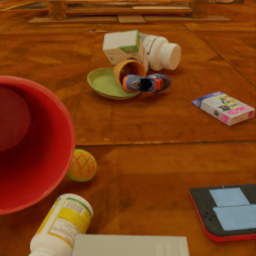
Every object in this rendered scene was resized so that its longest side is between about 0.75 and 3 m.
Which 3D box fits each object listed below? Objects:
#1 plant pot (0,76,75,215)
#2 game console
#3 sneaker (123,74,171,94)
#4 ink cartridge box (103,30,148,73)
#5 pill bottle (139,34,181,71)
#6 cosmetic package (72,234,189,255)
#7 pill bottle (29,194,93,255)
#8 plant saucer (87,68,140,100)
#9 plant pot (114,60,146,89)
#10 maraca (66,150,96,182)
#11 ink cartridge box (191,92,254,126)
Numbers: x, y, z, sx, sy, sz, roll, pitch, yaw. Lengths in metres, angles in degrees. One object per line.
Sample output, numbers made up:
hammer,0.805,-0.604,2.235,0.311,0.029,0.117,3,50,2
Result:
plant pot,-2.925,0.094,6.356,2.812,2.812,2.488,-18,25,-26
game console,2.454,1.868,6.456,1.775,0.275,1.570,-2,33,-5
sneaker,0.899,-1.718,11.305,2.191,0.825,0.859,-10,19,-30
ink cartridge box,-0.037,-3.285,12.516,1.488,2.039,0.857,-2,68,19
pill bottle,1.086,-3.855,14.257,2.959,1.638,1.638,21,38,29
cosmetic package,0.040,2.543,4.838,2.044,0.922,1.092,-1,32,4
pill bottle,-1.340,2.135,5.474,0.871,0.871,1.544,7,33,12
plant saucer,-0.544,-1.849,11.961,2.393,0.372,2.393,7,37,-5
plant pot,-0.059,-2.324,11.973,1.251,1.251,1.146,-14,26,-21
maraca,-1.345,0.939,7.203,1.227,0.656,0.841,19,57,-33
ink cartridge box,3.529,-0.841,10.644,1.231,0.433,2.062,-17,34,-26
